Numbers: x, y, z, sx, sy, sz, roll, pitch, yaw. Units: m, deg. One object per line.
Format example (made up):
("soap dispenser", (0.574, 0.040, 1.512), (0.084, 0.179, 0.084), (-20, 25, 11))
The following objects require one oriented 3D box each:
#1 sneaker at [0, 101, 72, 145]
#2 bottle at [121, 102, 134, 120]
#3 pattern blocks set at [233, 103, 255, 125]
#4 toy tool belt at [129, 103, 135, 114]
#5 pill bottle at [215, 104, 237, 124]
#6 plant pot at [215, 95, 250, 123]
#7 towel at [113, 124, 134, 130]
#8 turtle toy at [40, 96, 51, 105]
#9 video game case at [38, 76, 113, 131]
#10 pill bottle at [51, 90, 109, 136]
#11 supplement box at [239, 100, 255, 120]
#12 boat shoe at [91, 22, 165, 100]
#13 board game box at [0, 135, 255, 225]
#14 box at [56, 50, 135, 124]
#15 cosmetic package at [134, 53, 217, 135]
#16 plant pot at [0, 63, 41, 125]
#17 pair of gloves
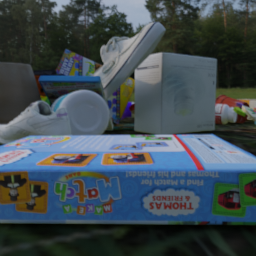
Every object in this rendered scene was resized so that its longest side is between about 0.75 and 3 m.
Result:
("sneaker", (-1.933, -0.071, 5.660), (1.907, 0.950, 0.714), (1, 9, 22))
("bottle", (-0.964, -0.759, 11.641), (2.607, 0.851, 1.089), (0, -20, 4))
("pattern blocks set", (3.851, -0.341, 8.233), (1.612, 0.149, 1.834), (11, 25, -17))
("toy tool belt", (0.789, -0.381, 9.519), (1.021, 1.005, 1.636), (-49, 28, -24))
("pill bottle", (3.378, -0.527, 10.617), (1.318, 0.740, 0.740), (7, 9, 33))
("plant pot", (4.149, -0.694, 11.202), (1.125, 1.125, 1.094), (-5, 16, -35))
("towel", (-0.168, -0.037, 9.038), (1.435, 0.156, 1.052), (1, 5, 26))
("turtle toy", (-3.066, -0.724, 10.038), (1.045, 1.506, 2.067), (21, 13, -37))
("video game case", (-1.337, -0.611, 7.747), (1.569, 0.195, 2.193), (2, -33, 9))
("pill bottle", (-1.246, -0.280, 6.634), (1.085, 1.085, 1.958), (-3, 3, -23))
("supplement box", (5.875, -0.825, 12.600), (2.435, 0.895, 1.535), (-5, 8, -44))
("boat shoe", (-0.242, -1.722, 6.952), (1.017, 1.001, 2.868), (-50, 7, -36))
("board game box", (-0.170, 0.423, 3.150), (2.738, 0.501, 2.071), (0, 6, 3))
("box", (-1.197, -1.327, 9.748), (2.408, 1.525, 2.500), (23, 2, -6))
("cosmetic package", (1.371, -0.941, 8.082), (2.117, 2.123, 1.305), (-5, 9, -34))
("plant pot", (-3.087, -0.709, 7.162), (2.086, 1.810, 2.086), (0, 8, 0))
("pair of gloves", (-2.390, -0.815, 8.364), (1.855, 2.082, 0.257), (-3, 44, 13))
